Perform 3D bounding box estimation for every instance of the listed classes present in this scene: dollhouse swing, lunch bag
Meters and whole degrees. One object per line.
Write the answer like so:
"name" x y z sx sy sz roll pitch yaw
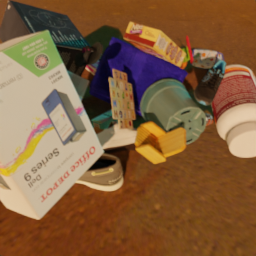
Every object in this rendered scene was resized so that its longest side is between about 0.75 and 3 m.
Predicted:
"dollhouse swing" 0.816 0.225 7.000 0.912 0.882 1.003 38 36 -17
"lunch bag" 3.943 -3.328 13.810 1.288 0.938 1.515 17 18 26

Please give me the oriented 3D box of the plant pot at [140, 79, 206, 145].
"plant pot" 1.409 -0.417 8.500 1.682 1.682 1.647 -9 31 -13

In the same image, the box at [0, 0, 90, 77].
"box" -2.784 -2.876 9.493 2.222 1.401 2.260 -3 50 -47

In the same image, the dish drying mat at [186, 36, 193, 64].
"dish drying mat" 2.080 -2.645 9.473 0.080 0.874 0.336 -11 -6 9

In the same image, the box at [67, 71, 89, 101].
"box" -1.646 -0.829 7.724 0.682 1.038 1.043 25 32 -13

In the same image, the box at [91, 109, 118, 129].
"box" -0.666 -0.319 9.858 0.517 0.309 1.256 19 37 38

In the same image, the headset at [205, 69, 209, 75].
"headset" 4.230 -2.488 13.215 1.089 0.511 0.672 28 46 13

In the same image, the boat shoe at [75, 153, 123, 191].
"boat shoe" -1.487 1.008 7.575 2.758 0.824 0.986 6 36 9

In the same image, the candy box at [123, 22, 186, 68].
"candy box" 0.945 -2.702 9.288 1.225 0.593 2.099 29 11 32

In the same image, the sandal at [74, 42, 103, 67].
"sandal" -1.080 -1.819 7.094 0.307 0.482 1.282 4 -8 -39

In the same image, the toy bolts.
"toy bolts" 1.489 -2.696 12.996 2.371 1.644 2.265 10 75 -2

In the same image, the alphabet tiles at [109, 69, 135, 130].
"alphabet tiles" -0.144 -0.774 7.828 0.052 1.635 1.361 -7 -3 25

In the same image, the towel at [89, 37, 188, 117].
"towel" 0.289 -1.520 9.473 2.873 2.122 0.712 24 17 -2

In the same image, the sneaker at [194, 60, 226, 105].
"sneaker" 2.062 -1.159 7.006 0.526 0.589 1.438 26 54 6

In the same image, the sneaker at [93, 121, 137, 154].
"sneaker" -0.018 0.158 8.360 2.261 0.823 0.957 -4 61 -32

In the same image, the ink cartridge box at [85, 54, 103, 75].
"ink cartridge box" -1.560 -3.255 14.201 1.254 0.491 2.649 -19 36 -26

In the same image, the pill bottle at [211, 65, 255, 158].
"pill bottle" 3.117 -0.496 7.867 1.424 1.424 2.521 1 48 2

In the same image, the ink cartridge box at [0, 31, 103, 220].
"ink cartridge box" -2.045 -0.071 5.624 1.312 2.998 2.179 5 36 38

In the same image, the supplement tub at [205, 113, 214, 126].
"supplement tub" 2.472 -0.262 8.994 0.755 0.404 0.404 -16 35 -43
